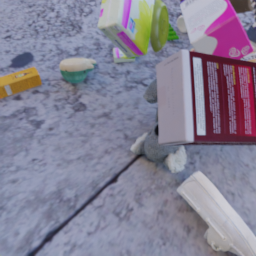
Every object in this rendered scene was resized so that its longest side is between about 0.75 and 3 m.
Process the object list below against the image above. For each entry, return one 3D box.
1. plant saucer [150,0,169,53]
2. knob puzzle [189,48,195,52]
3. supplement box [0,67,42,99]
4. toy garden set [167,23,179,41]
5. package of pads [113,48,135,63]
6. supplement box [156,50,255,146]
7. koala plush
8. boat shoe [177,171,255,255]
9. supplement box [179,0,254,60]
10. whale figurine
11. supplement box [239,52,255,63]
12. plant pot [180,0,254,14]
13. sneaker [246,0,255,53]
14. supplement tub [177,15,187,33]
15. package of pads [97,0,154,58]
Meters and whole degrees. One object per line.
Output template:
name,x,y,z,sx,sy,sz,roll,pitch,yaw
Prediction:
plant saucer,1.043,-3.248,8.985,0.250,1.612,1.612,8,49,22
knob puzzle,2.825,-2.615,10.783,2.180,0.302,2.180,-13,53,17
supplement box,-4.131,-1.663,10.337,1.739,0.598,0.578,-25,54,-18
toy garden set,1.600,-4.321,12.849,1.071,0.256,1.285,-9,51,-10
package of pads,-0.174,-3.065,11.717,0.892,0.304,0.689,-4,51,-4
supplement box,1.805,-0.403,4.903,2.615,0.796,1.423,2,82,-25
koala plush,1.252,0.108,8.263,1.995,2.068,2.250,22,73,27
boat shoe,2.221,2.366,6.683,0.967,1.017,2.824,-38,66,4
supplement box,1.961,-2.368,6.448,1.013,1.035,2.003,-27,39,27
whale figurine,-1.887,-2.242,10.801,1.315,0.857,1.653,10,25,22
supplement box,2.903,-1.319,7.077,1.163,0.678,1.845,-14,30,5
plant pot,3.414,-4.972,9.675,2.288,2.624,2.624,24,52,36
sneaker,3.597,-3.035,7.730,1.042,1.894,2.587,-26,78,-44
supplement tub,2.902,-4.942,13.012,1.080,0.783,0.783,-28,55,-23
package of pads,0.031,-3.183,7.565,0.734,1.663,2.152,-1,73,31
